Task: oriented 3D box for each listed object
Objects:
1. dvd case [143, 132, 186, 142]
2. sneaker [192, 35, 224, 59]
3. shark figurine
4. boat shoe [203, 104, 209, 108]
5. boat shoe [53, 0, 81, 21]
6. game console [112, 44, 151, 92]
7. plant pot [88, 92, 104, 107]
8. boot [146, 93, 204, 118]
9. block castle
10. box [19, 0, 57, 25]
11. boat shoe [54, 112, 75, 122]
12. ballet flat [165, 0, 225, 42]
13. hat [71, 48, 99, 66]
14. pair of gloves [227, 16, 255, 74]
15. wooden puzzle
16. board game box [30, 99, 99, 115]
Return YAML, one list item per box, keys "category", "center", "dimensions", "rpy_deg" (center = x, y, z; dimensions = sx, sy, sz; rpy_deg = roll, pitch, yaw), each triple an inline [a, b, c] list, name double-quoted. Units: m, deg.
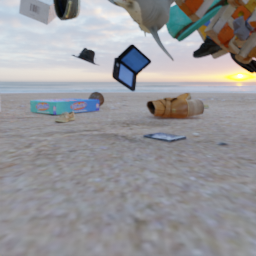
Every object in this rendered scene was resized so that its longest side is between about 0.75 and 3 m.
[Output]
- category: "dvd case"
  center: [0.915, 0.224, 7.071]
  dimensions: [0.661, 0.071, 0.889]
  rpy_deg: [-7, 12, -41]
- category: "sneaker"
  center: [2.210, -2.244, 7.444]
  dimensions: [0.502, 0.562, 1.371]
  rpy_deg: [-25, 7, -29]
- category: "shark figurine"
  center: [0.496, -2.356, 5.235]
  dimensions: [1.744, 1.218, 2.918]
  rpy_deg: [42, 15, -19]
- category: "boat shoe"
  center: [4.083, -1.293, 15.752]
  dimensions: [0.978, 0.373, 0.351]
  rpy_deg: [-2, 9, -10]
- category: "boat shoe"
  center: [-1.549, -3.613, 6.816]
  dimensions: [0.687, 1.923, 0.575]
  rpy_deg: [17, 36, 20]
- category: "game console"
  center: [0.163, -2.229, 10.647]
  dimensions: [0.820, 1.240, 1.410]
  rpy_deg: [-6, -22, 37]
- category: "plant pot"
  center: [-1.907, -1.442, 15.609]
  dimensions: [0.885, 0.885, 0.947]
  rpy_deg: [3, 27, 17]
- category: "boot"
  center: [1.759, -0.968, 11.874]
  dimensions: [2.039, 0.971, 2.635]
  rpy_deg: [-4, 8, -9]
- category: "block castle"
  center: [1.969, -2.322, 4.751]
  dimensions: [2.650, 1.243, 1.771]
  rpy_deg: [35, 2, -18]
- category: "box"
  center: [-2.668, -3.827, 8.679]
  dimensions: [0.919, 0.642, 1.206]
  rpy_deg: [21, 37, -5]
- category: "boat shoe"
  center: [-2.317, -0.402, 10.165]
  dimensions: [0.380, 0.344, 1.068]
  rpy_deg: [3, 9, 20]
- category: "ballet flat"
  center: [2.156, -3.278, 6.778]
  dimensions: [2.947, 1.037, 0.992]
  rpy_deg: [-31, -2, 5]
- category: "hat"
  center: [-1.768, -3.168, 12.237]
  dimensions: [1.408, 0.568, 1.408]
  rpy_deg: [22, 9, -4]
- category: "pair of gloves"
  center: [3.140, -2.024, 7.109]
  dimensions: [1.487, 0.206, 1.670]
  rpy_deg: [38, -14, 7]
- category: "wooden puzzle"
  center: [2.842, -3.435, 8.689]
  dimensions: [0.474, 2.353, 2.544]
  rpy_deg: [-39, 12, -20]
- category: "board game box"
  center: [-3.038, -1.076, 13.625]
  dimensions: [2.019, 0.597, 2.655]
  rpy_deg: [7, 11, 37]
